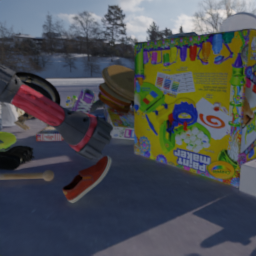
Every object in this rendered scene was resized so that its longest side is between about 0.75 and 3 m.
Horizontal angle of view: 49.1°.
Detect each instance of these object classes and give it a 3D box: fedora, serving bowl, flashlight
[{"bbox_3d":[-4.493,-1.220,12.655,2.684,2.684,1.226,2,46,9],"label":"fedora"},{"bbox_3d":[5.218,-4.250,12.580,2.148,2.148,0.707,11,51,43],"label":"serving bowl"},{"bbox_3d":[-1.714,-0.347,5.867,2.873,0.973,0.976,32,40,-23],"label":"flashlight"}]

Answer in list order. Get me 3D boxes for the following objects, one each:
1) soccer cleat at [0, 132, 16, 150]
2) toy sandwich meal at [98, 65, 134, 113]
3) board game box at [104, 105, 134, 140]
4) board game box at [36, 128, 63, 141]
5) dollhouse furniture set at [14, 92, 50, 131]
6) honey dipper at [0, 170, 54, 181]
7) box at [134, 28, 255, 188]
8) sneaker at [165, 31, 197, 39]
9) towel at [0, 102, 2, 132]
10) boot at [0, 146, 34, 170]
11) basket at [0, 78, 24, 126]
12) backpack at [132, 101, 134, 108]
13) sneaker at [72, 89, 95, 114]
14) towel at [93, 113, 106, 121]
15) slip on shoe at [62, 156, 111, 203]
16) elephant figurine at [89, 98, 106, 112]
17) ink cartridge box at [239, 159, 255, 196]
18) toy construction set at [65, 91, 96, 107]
[{"bbox_3d":[-3.904,0.217,6.709,2.253,0.942,0.728,-5,8,-22],"label":"soccer cleat"},{"bbox_3d":[-0.105,-1.319,9.541,2.132,0.730,2.132,22,35,-16],"label":"toy sandwich meal"},{"bbox_3d":[0.055,-0.196,8.941,1.447,0.368,2.153,6,20,-14],"label":"board game box"},{"bbox_3d":[-2.358,0.182,8.810,0.771,0.236,1.017,0,11,0],"label":"board game box"},{"bbox_3d":[-3.028,-0.474,9.450,0.879,1.241,1.350,38,-22,-22],"label":"dollhouse furniture set"},{"bbox_3d":[-2.285,0.893,5.076,1.811,0.344,0.344,1,10,-14],"label":"honey dipper"},{"bbox_3d":[1.622,-0.544,6.100,1.697,2.679,2.781,-9,15,-39],"label":"box"},{"bbox_3d":[1.231,-2.261,7.682,1.498,0.581,0.647,-9,47,6],"label":"sneaker"},{"bbox_3d":[-5.523,-0.839,8.677,2.825,2.340,1.209,-10,11,-42],"label":"towel"},{"bbox_3d":[-2.704,0.609,6.210,1.070,0.396,0.877,7,13,1],"label":"boot"},{"bbox_3d":[-5.214,-1.087,10.804,2.234,1.514,1.378,1,41,9],"label":"basket"},{"bbox_3d":[0.967,-1.350,13.603,1.149,1.707,1.559,31,18,-20],"label":"backpack"},{"bbox_3d":[-1.433,-0.501,8.525,0.669,1.052,1.846,18,42,-19],"label":"sneaker"},{"bbox_3d":[-0.873,-0.202,9.994,1.249,0.543,2.238,8,13,33],"label":"towel"},{"bbox_3d":[-0.631,0.755,4.342,0.919,0.281,0.340,-42,26,-8],"label":"slip on shoe"},{"bbox_3d":[-0.701,-1.606,14.988,1.737,1.905,2.455,28,23,11],"label":"elephant figurine"},{"bbox_3d":[2.593,0.831,4.757,1.181,0.498,0.854,-9,15,-39],"label":"ink cartridge box"},{"bbox_3d":[-2.684,-1.601,16.676,1.905,0.878,1.249,-19,19,-30],"label":"toy construction set"}]
